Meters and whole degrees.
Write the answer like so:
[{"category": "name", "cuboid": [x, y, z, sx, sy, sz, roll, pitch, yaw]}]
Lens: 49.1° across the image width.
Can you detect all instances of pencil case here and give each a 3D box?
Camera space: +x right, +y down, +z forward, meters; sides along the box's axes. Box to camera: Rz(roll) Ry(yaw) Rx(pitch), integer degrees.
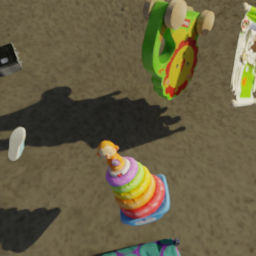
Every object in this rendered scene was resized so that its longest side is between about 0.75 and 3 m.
[{"category": "pencil case", "cuboid": [0.293, 4.201, 8.431, 2.766, 1.278, 1.177, -13, 95, -2]}]

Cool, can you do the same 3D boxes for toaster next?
[{"category": "toaster", "cuboid": [-4.661, -2.573, 10.648, 1.058, 0.628, 0.956, -23, 76, -6]}]

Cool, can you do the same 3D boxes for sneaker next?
[{"category": "sneaker", "cuboid": [-2.940, 0.391, 7.459, 0.351, 0.389, 0.949, 23, 105, -4]}]

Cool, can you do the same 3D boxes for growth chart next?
[{"category": "growth chart", "cuboid": [3.498, -1.955, 8.067, 0.259, 2.113, 2.920, 18, 117, 40]}]

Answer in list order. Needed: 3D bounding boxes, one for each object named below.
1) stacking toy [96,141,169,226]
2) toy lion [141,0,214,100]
[{"category": "stacking toy", "cuboid": [-0.030, 1.173, 6.745, 1.372, 2.364, 1.297, -21, 36, 16]}, {"category": "toy lion", "cuboid": [1.261, -2.040, 7.802, 0.943, 2.746, 2.632, 28, 116, 31]}]
